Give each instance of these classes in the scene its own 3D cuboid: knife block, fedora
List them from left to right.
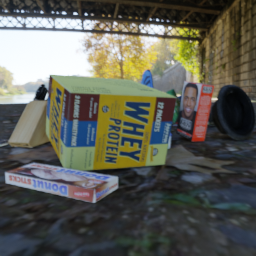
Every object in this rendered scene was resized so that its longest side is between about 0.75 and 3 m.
[{"bbox_3d":[-3.335,-0.546,10.323,0.802,2.199,2.505,1,8,15],"label":"knife block"},{"bbox_3d":[4.109,-0.555,11.403,2.288,2.288,1.045,-4,-11,-27],"label":"fedora"}]

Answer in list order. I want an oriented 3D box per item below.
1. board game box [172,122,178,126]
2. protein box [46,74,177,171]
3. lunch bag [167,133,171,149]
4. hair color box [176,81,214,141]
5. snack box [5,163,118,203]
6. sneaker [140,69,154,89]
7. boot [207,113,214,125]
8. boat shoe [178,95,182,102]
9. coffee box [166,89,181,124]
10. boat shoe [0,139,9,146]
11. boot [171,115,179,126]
[{"bbox_3d":[2.888,-0.460,16.227,1.584,0.390,2.005,-9,11,-35],"label":"board game box"},{"bbox_3d":[-0.642,-0.280,7.598,2.682,1.823,2.702,0,18,-25],"label":"protein box"},{"bbox_3d":[0.739,0.308,9.800,1.436,0.677,1.792,1,8,-7],"label":"lunch bag"},{"bbox_3d":[2.529,-0.645,10.734,0.652,2.128,1.080,0,14,-27],"label":"hair color box"},{"bbox_3d":[-1.369,1.048,5.604,2.250,0.274,0.809,4,9,28],"label":"snack box"},{"bbox_3d":[0.802,-1.904,14.559,1.151,2.936,0.968,-8,-35,9],"label":"sneaker"},{"bbox_3d":[4.131,-0.422,15.146,1.880,0.617,1.550,2,-14,-34],"label":"boot"},{"bbox_3d":[3.199,-1.630,17.928,2.571,0.883,1.082,-17,-25,35],"label":"boat shoe"},{"bbox_3d":[1.717,-0.869,11.303,0.338,0.945,1.536,-23,18,34],"label":"coffee box"},{"bbox_3d":[-4.937,0.403,9.661,1.558,0.489,0.566,0,8,0],"label":"boat shoe"},{"bbox_3d":[1.164,-0.410,13.407,2.255,0.777,2.420,-20,8,-11],"label":"boot"}]
